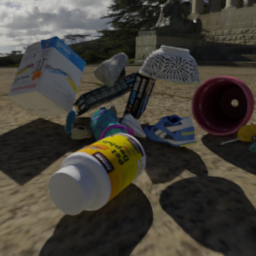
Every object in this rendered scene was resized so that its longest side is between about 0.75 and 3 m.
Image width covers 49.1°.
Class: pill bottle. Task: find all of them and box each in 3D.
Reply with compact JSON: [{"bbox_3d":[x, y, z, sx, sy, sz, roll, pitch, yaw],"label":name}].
[{"bbox_3d":[-0.582,0.912,5.824,1.175,1.175,2.150,9,18,28],"label":"pill bottle"}]

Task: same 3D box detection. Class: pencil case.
[{"bbox_3d":[-0.608,0.050,9.108,1.101,1.014,2.383,-21,20,-8],"label":"pencil case"}]

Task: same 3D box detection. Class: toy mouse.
[{"bbox_3d":[4.461,0.269,8.600,2.353,0.455,2.091,-21,26,-18],"label":"toy mouse"}]

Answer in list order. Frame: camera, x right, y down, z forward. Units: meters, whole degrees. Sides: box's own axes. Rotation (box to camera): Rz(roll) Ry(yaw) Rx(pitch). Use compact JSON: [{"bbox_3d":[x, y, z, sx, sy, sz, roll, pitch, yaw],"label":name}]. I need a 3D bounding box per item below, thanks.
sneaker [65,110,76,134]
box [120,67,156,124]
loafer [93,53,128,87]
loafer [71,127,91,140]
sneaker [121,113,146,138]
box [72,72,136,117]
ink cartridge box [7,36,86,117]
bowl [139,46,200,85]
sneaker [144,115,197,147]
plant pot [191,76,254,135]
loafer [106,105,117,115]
[{"bbox_3d":[-2.082,-0.228,9.945,0.323,0.843,0.341,15,8,-19],"label":"sneaker"},{"bbox_3d":[0.521,-1.371,11.020,0.540,2.347,1.865,24,34,9],"label":"box"},{"bbox_3d":[-0.525,-2.334,11.310,0.955,0.953,2.732,-34,11,31],"label":"loafer"},{"bbox_3d":[-1.586,0.149,9.689,0.452,0.408,1.195,4,7,13],"label":"loafer"},{"bbox_3d":[0.268,-0.061,9.343,0.465,0.451,1.273,12,-19,37],"label":"sneaker"},{"bbox_3d":[-1.033,-1.437,12.360,2.675,0.615,2.126,-27,3,-24],"label":"box"},{"bbox_3d":[-3.441,-2.090,12.040,1.973,2.680,1.939,-4,-27,32],"label":"ink cartridge box"},{"bbox_3d":[1.402,-2.056,8.904,2.028,0.952,2.028,9,20,-3],"label":"bowl"},{"bbox_3d":[1.344,0.010,9.268,0.854,0.950,2.311,-12,11,-32],"label":"sneaker"},{"bbox_3d":[3.749,-0.885,10.483,2.118,2.118,1.895,13,17,38],"label":"plant pot"},{"bbox_3d":[-0.644,-0.542,10.927,0.519,0.518,1.484,-34,-2,-2],"label":"loafer"}]
